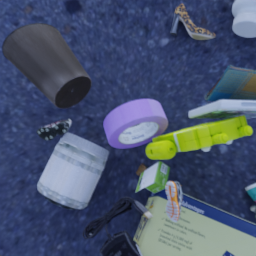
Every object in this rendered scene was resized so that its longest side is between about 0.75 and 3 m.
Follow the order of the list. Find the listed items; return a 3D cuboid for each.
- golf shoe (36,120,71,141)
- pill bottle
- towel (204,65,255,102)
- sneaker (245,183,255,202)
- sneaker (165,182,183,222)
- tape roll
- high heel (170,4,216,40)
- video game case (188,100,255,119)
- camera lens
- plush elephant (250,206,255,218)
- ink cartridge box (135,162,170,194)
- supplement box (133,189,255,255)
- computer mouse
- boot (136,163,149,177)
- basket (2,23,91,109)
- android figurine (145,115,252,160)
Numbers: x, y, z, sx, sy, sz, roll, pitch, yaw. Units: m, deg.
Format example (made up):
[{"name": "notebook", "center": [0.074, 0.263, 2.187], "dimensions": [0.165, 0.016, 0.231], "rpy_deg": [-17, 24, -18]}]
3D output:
[{"name": "golf shoe", "center": [-2.154, 0.051, 8.214], "dimensions": [1.124, 0.495, 0.434], "rpy_deg": [-13, 112, 22]}, {"name": "pill bottle", "center": [4.094, -4.172, 8.963], "dimensions": [1.280, 1.280, 2.313], "rpy_deg": [17, 82, 2]}, {"name": "towel", "center": [2.786, -0.952, 6.765], "dimensions": [1.563, 1.146, 0.170], "rpy_deg": [6, 54, -16]}, {"name": "sneaker", "center": [4.299, 1.927, 8.440], "dimensions": [1.287, 0.538, 0.777], "rpy_deg": [-22, 69, 5]}, {"name": "sneaker", "center": [1.052, 1.617, 6.166], "dimensions": [0.350, 0.354, 0.905], "rpy_deg": [-3, 93, -43]}, {"name": "tape roll", "center": [0.208, -0.071, 7.814], "dimensions": [1.727, 1.727, 0.566], "rpy_deg": [-17, 63, -2]}, {"name": "high heel", "center": [2.220, -3.518, 9.233], "dimensions": [1.504, 0.537, 1.072], "rpy_deg": [14, 89, 11]}, {"name": "video game case", "center": [2.708, -0.422, 7.035], "dimensions": [1.788, 1.967, 0.230], "rpy_deg": [1, 86, -8]}, {"name": "camera lens", "center": [-1.580, 1.263, 8.070], "dimensions": [1.526, 1.526, 1.908], "rpy_deg": [24, 82, 3]}, {"name": "plush elephant", "center": [4.279, 2.623, 8.281], "dimensions": [0.830, 0.780, 1.008], "rpy_deg": [-24, 83, -3]}, {"name": "ink cartridge box", "center": [0.617, 1.336, 7.164], "dimensions": [0.335, 0.883, 0.653], "rpy_deg": [33, 48, -14]}, {"name": "supplement box", "center": [1.552, 3.457, 7.398], "dimensions": [2.888, 1.939, 2.885], "rpy_deg": [23, 74, 3]}, {"name": "computer mouse", "center": [0.080, 2.693, 6.464], "dimensions": [1.618, 0.530, 2.305], "rpy_deg": [-40, 42, -11]}, {"name": "boot", "center": [0.490, 1.332, 8.208], "dimensions": [0.375, 1.019, 0.385], "rpy_deg": [44, 86, -10]}, {"name": "basket", "center": [-1.992, -1.599, 7.459], "dimensions": [1.815, 1.369, 2.013], "rpy_deg": [-20, 62, -46]}, {"name": "android figurine", "center": [1.855, 0.243, 7.356], "dimensions": [2.705, 2.972, 0.610], "rpy_deg": [-14, 90, -22]}]
